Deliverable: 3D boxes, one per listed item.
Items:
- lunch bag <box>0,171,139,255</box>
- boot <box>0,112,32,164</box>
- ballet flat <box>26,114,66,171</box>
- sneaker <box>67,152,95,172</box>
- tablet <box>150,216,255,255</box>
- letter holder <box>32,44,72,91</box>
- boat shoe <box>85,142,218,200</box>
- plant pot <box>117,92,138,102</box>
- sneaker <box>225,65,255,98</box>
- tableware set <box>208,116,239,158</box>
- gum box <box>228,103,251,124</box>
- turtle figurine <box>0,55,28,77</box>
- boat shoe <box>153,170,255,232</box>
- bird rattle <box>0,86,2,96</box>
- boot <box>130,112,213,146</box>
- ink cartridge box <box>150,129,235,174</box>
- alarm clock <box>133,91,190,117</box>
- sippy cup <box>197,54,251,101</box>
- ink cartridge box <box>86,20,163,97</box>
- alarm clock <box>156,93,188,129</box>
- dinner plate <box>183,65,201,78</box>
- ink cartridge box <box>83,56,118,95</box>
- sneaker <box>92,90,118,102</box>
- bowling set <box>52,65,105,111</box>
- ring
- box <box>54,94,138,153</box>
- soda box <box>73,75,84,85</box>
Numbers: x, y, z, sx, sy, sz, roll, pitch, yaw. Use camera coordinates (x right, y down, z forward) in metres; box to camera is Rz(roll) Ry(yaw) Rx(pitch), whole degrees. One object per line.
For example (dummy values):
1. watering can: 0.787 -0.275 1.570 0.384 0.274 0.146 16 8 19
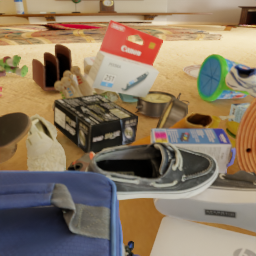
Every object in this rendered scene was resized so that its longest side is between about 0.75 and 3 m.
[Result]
1. lunch bag: -1.265 1.513 2.865 2.899 1.918 1.970 -2 25 -2
2. boot: -2.612 0.270 5.987 1.874 0.707 0.690 -29 60 23
3. ballet flat: -2.094 0.352 6.596 0.900 0.900 2.507 -9 25 -19
4. sneaker: -0.964 0.774 5.748 0.544 0.512 1.328 6 3 -16
5. tablet: 1.602 2.053 3.792 2.654 0.181 1.727 9 26 17
6. letter holder: -3.247 -2.645 11.771 1.177 1.664 2.341 -8 23 -27
7. boat shoe: 0.465 0.551 4.102 2.168 0.735 0.778 1 51 -18
8. plant pot: 0.025 -1.388 10.204 0.758 1.126 1.126 -32 33 -9
9. sneaker: 3.971 -1.426 8.684 1.776 0.783 0.668 15 58 11
10. tableware set: 2.524 0.423 6.339 1.333 0.304 1.979 -3 43 -33
11. gum box: 4.527 -0.013 7.619 2.289 0.600 2.694 -5 26 -16
12. turtle figurine: -5.944 -3.418 13.727 2.232 1.657 2.302 15 32 20
13. boat shoe: 1.857 1.131 4.748 2.781 0.972 0.921 1 43 19
14. bird rattle: -5.392 -1.384 10.757 0.821 0.567 1.007 -1 17 39
15. boot: 0.854 0.190 6.026 1.862 1.333 0.655 -16 68 -32
16. ink cartridge box: 1.305 0.648 5.577 1.728 1.179 0.660 1 31 2
17. alarm clock: 1.125 -0.788 9.308 1.862 0.620 1.256 -3 25 -3
18. sippy cup: 3.707 -1.801 10.476 1.621 1.736 2.211 4 58 -17
19. ink cartridge box: 0.043 -1.932 8.318 2.110 1.859 0.472 5 33 -39
20. alarm clock: 1.097 -0.086 7.239 0.546 1.106 1.639 27 48 -1
21. dinner plate: 3.924 -2.740 13.852 2.395 0.290 2.395 0 24 0
22. ink cartridge box: -0.440 -2.225 11.417 2.342 1.003 1.729 -15 45 -22
23. sneaker: -0.994 -1.043 10.161 1.289 0.496 0.571 0 37 13
24. bowling set: -1.932 -1.295 9.176 1.536 1.185 2.207 -35 14 -32
25. ring: 3.172 0.215 4.978 2.528 2.528 0.243 1 15 2
26. box: -0.902 -0.186 7.482 1.495 0.786 1.825 -14 33 -39
27. soda box: -1.847 -2.127 12.445 1.154 0.367 0.393 -2 25 -3
